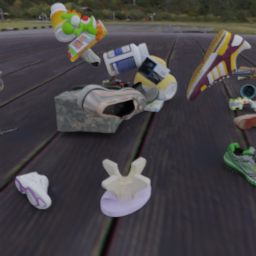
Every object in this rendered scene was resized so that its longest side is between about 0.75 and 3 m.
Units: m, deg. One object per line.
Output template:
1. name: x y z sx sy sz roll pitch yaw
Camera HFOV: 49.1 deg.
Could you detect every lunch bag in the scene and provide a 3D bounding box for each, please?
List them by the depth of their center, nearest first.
1. lunch bag: -1.420 -0.922 11.827 2.358 1.690 2.875 2 17 8

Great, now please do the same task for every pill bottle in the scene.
1. pill bottle: -2.524 -4.026 10.656 0.746 0.746 1.343 -11 69 -22
2. pill bottle: -0.057 -3.120 12.629 1.919 1.065 1.065 -17 24 5

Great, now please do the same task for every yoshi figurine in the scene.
1. yoshi figurine: -1.297 -2.656 7.548 1.165 0.652 0.655 17 -18 -23

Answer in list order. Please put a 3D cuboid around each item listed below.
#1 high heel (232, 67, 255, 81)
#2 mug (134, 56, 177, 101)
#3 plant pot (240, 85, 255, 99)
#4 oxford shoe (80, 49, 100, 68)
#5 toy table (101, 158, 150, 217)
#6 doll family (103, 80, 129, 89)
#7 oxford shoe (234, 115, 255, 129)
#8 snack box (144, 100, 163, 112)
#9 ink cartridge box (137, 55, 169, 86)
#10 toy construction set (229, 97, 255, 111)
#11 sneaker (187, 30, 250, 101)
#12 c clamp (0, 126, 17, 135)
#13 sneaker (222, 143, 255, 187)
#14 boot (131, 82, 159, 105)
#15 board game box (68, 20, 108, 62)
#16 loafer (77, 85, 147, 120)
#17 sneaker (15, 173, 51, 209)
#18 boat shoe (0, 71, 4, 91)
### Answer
1. high heel: 3.173 -1.391 7.174 0.714 0.358 1.002 6 15 38
2. mug: 1.471 -2.387 14.759 1.839 1.794 2.240 31 -5 35
3. plant pot: 6.673 -2.036 15.430 0.768 0.768 0.752 14 21 29
4. oxford shoe: -2.024 -3.606 14.304 0.644 0.494 1.712 -20 -28 29
5. toy table: -0.061 1.482 7.370 1.500 0.956 1.632 13 29 27
6. doll family: -0.410 -2.284 15.882 2.041 0.801 1.180 -14 23 -33
7. oxford shoe: 5.402 -0.370 11.835 1.796 0.636 0.663 -2 22 -5
8. snack box: 1.301 -1.114 13.949 0.665 0.212 1.145 9 26 20
9. ink cartridge box: 1.031 -2.430 12.275 1.141 0.450 2.295 35 -2 -2
10. toy construction set: 5.540 -1.175 13.504 1.513 0.697 0.992 3 0 -12
11. sneaker: 2.816 -1.753 8.972 1.132 2.512 0.941 24 37 -2
12. c clamp: -4.883 0.102 11.451 0.766 0.104 0.654 -22 28 -37
13. sneaker: 3.717 1.112 8.284 0.792 0.865 2.029 -18 31 -35
14. boot: 0.727 -1.691 13.355 0.648 1.250 1.914 27 57 39
15. board game box: -1.577 -3.222 10.410 1.714 0.257 0.819 -37 49 13
16. loafer: -0.220 -0.587 7.992 0.861 0.984 2.738 38 22 30
17. sneaker: -2.420 1.592 7.558 0.781 0.587 1.567 -21 32 -38
18. boat shoe: -4.172 -1.357 8.566 0.719 0.731 1.962 30 30 -38
